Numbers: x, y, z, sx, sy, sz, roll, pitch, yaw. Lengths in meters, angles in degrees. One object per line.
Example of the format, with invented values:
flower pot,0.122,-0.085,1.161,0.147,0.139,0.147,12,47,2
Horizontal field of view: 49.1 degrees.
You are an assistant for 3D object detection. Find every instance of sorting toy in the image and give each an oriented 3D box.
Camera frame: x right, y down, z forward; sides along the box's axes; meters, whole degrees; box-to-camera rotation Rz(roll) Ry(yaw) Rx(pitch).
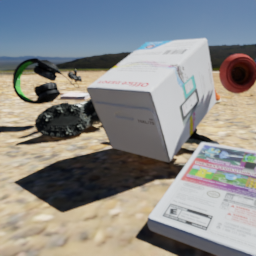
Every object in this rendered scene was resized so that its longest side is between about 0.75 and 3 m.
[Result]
sorting toy,2.968,-1.149,6.525,1.837,1.104,0.754,23,5,-4

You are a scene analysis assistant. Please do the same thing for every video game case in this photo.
video game case,1.862,1.033,4.067,2.444,0.281,2.227,9,32,33

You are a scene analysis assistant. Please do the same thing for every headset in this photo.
headset,-2.809,-1.602,9.464,2.519,1.556,1.184,0,1,11

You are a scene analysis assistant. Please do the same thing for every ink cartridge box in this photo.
ink cartridge box,0.640,-0.731,6.412,1.725,1.717,2.351,11,43,40

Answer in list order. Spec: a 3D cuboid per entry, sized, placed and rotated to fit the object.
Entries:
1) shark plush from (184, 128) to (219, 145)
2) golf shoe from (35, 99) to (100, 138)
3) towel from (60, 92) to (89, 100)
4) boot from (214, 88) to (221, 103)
shark plush,1.118,-0.051,7.926,2.978,1.353,1.240,3,-17,33
golf shoe,-1.793,-0.262,9.019,2.811,1.093,1.328,-19,0,-42
towel,-2.957,-1.845,16.072,1.475,0.249,1.545,2,14,7
boot,4.322,-1.692,14.245,0.633,0.904,1.686,7,15,32
